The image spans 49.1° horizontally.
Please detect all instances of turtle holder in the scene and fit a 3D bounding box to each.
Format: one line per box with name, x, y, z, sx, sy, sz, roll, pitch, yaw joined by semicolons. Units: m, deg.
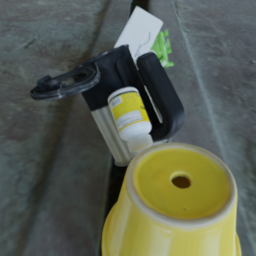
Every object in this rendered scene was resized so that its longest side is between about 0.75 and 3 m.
turtle holder;1.130;-3.078;11.926;1.417;1.516;1.996;-9;74;11

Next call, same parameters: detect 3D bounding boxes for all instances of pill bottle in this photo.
pill bottle;0.069;-0.153;5.806;0.683;0.683;1.228;-14;72;-17

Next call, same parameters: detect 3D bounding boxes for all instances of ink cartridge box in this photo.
ink cartridge box;0.047;-2.674;9.820;1.037;2.476;1.787;28;74;-9

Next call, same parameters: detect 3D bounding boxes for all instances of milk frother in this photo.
milk frother;-0.472;-0.301;6.484;2.809;2.642;2.535;-30;10;-22

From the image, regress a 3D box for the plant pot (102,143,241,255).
plant pot;0.792;1.689;4.951;2.590;2.437;2.590;1;38;-1
